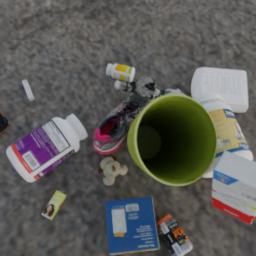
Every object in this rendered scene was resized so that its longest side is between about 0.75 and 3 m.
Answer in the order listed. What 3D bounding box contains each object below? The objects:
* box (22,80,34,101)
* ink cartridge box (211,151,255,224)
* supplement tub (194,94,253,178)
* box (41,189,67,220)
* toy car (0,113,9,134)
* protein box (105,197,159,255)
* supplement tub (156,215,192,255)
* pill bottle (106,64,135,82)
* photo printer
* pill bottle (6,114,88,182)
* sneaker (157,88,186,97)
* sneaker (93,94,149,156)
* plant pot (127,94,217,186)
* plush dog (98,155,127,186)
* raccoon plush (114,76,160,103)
[{"bbox_3d":[-3.974,-1.493,11.114,0.193,0.180,0.931,-24,68,-11],"label":"box"},{"bbox_3d":[2.993,1.679,7.599,1.236,2.127,0.715,22,59,29],"label":"ink cartridge box"},{"bbox_3d":[2.854,0.264,9.421,1.766,1.766,2.441,-13,66,-6],"label":"supplement tub"},{"bbox_3d":[-2.419,2.522,9.226,0.355,0.237,0.944,25,67,10],"label":"box"},{"bbox_3d":[-5.378,0.406,9.660,0.982,1.447,2.950,-5,53,33],"label":"toy car"},{"bbox_3d":[0.096,3.010,8.572,1.470,0.999,1.480,-6,65,-3],"label":"protein box"},{"bbox_3d":[1.373,3.318,8.590,0.711,0.711,1.160,-29,69,-13],"label":"supplement tub"},{"bbox_3d":[-0.316,-2.227,11.223,1.065,0.601,0.601,14,66,6],"label":"pill bottle"},{"bbox_3d":[3.476,-1.477,10.807,2.062,0.716,1.715,5,66,3],"label":"photo printer"},{"bbox_3d":[-2.662,0.603,9.472,2.492,1.401,1.401,-35,70,-16],"label":"pill bottle"},{"bbox_3d":[1.315,-0.921,10.596,1.959,0.762,1.370,-23,65,-20],"label":"sneaker"},{"bbox_3d":[-0.105,-0.324,10.041,1.194,1.106,2.962,31,65,15],"label":"sneaker"},{"bbox_3d":[0.939,0.396,8.701,2.459,2.628,2.459,1,86,-17],"label":"plant pot"},{"bbox_3d":[-0.632,1.347,9.579,0.968,0.777,0.831,-38,47,-16],"label":"plush dog"},{"bbox_3d":[0.344,-1.388,9.889,1.617,1.084,0.782,18,81,0],"label":"raccoon plush"}]
